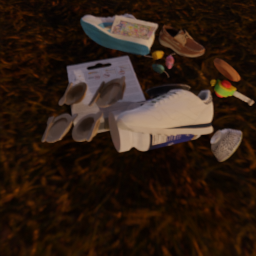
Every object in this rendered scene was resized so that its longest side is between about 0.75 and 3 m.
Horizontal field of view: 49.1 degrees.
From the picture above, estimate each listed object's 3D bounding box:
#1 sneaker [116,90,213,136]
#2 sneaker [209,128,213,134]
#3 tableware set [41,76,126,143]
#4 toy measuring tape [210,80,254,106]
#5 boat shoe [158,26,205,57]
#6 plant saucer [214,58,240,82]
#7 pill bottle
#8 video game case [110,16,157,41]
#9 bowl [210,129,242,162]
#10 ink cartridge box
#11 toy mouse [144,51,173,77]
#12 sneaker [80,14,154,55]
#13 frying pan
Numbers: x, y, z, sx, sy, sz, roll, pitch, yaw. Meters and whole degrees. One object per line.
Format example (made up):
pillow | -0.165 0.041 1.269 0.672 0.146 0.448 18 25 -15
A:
sneaker | 0.911 -0.387 6.628 2.649 1.066 1.012 -4 13 -31
sneaker | 2.170 -0.279 8.879 0.656 0.558 1.437 22 30 -41
tableware set | -1.333 -0.539 8.066 2.730 0.317 2.280 0 56 37
toy measuring tape | 2.646 -0.878 7.218 1.205 0.443 0.443 34 55 10
boat shoe | 2.203 -3.647 11.732 2.187 0.785 0.828 31 55 25
plant saucer | 2.476 -1.447 7.089 0.129 0.799 0.799 -48 56 8
pill bottle | 0.752 -0.127 7.924 2.416 1.398 1.398 -12 49 -14
video game case | 0.133 -2.639 7.458 1.112 0.796 0.100 8 81 -11
bowl | 2.559 0.376 7.603 0.470 1.002 1.002 33 52 -2
ink cartridge box | -0.767 -1.176 9.551 2.389 0.839 2.940 -11 45 -6
toy mouse | 1.197 -2.154 9.388 1.085 0.210 0.965 -19 87 -13
sneaker | -0.325 -2.987 8.572 2.285 0.874 0.923 19 76 2
frying pan | 1.494 -1.091 9.285 1.399 2.313 0.376 -6 83 30
